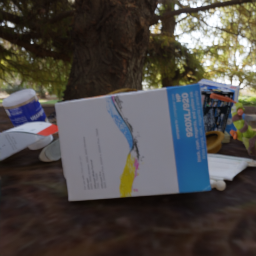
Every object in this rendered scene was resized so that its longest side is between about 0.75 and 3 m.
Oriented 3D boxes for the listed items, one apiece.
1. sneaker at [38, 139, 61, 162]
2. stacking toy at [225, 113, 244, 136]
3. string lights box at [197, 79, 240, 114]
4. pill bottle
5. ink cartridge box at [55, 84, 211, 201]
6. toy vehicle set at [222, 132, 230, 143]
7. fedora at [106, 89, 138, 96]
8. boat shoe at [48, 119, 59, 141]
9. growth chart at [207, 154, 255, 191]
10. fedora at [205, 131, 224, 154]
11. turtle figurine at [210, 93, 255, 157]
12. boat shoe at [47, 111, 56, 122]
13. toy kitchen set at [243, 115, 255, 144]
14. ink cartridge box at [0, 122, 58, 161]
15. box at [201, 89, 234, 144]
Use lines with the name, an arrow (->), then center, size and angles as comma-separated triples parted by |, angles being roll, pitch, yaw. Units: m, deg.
sneaker -> -1.624, 0.428, 7.022 | 0.543, 0.515, 1.348 | -25, 2, 45
stacking toy -> 4.242, -0.424, 11.590 | 1.091, 1.031, 1.879 | 33, 23, 14
string lights box -> 2.570, -0.730, 9.832 | 1.530, 0.878, 2.978 | 19, 38, 36
pill bottle -> -2.848, -0.222, 8.104 | 0.929, 1.606, 0.929 | -13, 28, 7
ink cartridge box -> 0.118, 0.175, 4.535 | 2.057, 1.488, 1.514 | -7, 5, 8
toy vehicle set -> 2.617, 0.030, 9.933 | 1.183, 0.252, 1.904 | -3, 24, -7
fedora -> -0.442, -0.578, 11.971 | 2.628, 1.072, 2.628 | -25, -19, -9
boat shoe -> -2.698, 0.051, 10.126 | 0.789, 0.748, 2.084 | -2, 7, -13
growth chart -> 1.588, 0.807, 5.826 | 1.761, 0.216, 2.433 | 5, 8, 40
fedora -> 2.148, 0.458, 7.420 | 0.932, 0.380, 0.932 | -30, 19, 12
turtle figurine -> 2.964, 0.274, 6.092 | 2.655, 0.855, 2.141 | 39, -2, -24
boat shoe -> -4.080, -0.581, 15.805 | 0.822, 0.740, 2.285 | 5, 8, 35
toy kitchen set -> 5.048, -0.344, 8.232 | 2.395, 1.954, 2.161 | -1, 6, -6
ink cartridge box -> -2.236, 0.055, 6.635 | 2.457, 0.701, 1.997 | -31, 8, -2
box -> 2.256, -0.226, 8.059 | 1.397, 1.758, 0.404 | -4, 22, -30
